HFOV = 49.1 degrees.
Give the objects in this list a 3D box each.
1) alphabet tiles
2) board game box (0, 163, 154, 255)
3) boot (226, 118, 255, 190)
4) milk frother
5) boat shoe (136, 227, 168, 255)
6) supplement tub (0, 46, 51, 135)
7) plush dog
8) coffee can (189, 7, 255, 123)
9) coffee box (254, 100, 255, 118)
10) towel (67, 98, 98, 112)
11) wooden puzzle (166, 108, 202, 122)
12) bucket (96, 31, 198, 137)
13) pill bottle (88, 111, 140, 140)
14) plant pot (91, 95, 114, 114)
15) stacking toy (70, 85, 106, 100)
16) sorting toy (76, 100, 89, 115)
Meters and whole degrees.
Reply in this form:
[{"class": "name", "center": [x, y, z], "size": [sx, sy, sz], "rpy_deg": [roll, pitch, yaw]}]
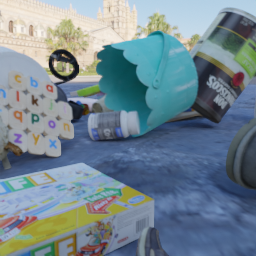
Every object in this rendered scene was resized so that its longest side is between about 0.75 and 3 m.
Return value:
[{"class": "alphabet tiles", "center": [-1.535, -0.225, 4.572], "size": [1.462, 1.430, 0.107], "rpy_deg": [13, -33, -44]}, {"class": "board game box", "center": [-0.864, 0.742, 2.244], "size": [1.815, 0.311, 1.220], "rpy_deg": [-8, 14, -38]}, {"class": "boot", "center": [2.417, 0.530, 2.163], "size": [2.278, 0.909, 2.506], "rpy_deg": [-1, 16, -22]}, {"class": "milk frother", "center": [-2.141, -1.232, 7.930], "size": [1.786, 1.979, 1.862], "rpy_deg": [-2, 16, -24]}, {"class": "boat shoe", "center": [0.163, 0.900, 1.667], "size": [0.276, 0.281, 0.754], "rpy_deg": [10, 22, 5]}, {"class": "supplement tub", "center": [-2.835, -0.665, 5.605], "size": [2.549, 1.841, 1.841], "rpy_deg": [10, 14, 43]}, {"class": "plush dog", "center": [-2.033, 0.243, 3.438], "size": [0.994, 1.239, 1.064], "rpy_deg": [32, 29, 18]}, {"class": "coffee can", "center": [2.286, -1.526, 7.093], "size": [1.687, 2.305, 1.687], "rpy_deg": [36, 6, -4]}, {"class": "coffee box", "center": [4.246, -0.668, 7.281], "size": [1.232, 1.244, 1.246], "rpy_deg": [-3, 11, -16]}, {"class": "towel", "center": [-2.350, -0.865, 10.677], "size": [2.539, 0.409, 2.425], "rpy_deg": [-6, 11, -28]}, {"class": "wooden puzzle", "center": [1.247, -0.621, 9.107], "size": [2.104, 0.487, 1.949], "rpy_deg": [-7, 12, -33]}, {"class": "bucket", "center": [0.373, -0.991, 6.119], "size": [1.398, 2.148, 2.148], "rpy_deg": [-24, 20, -24]}, {"class": "pill bottle", "center": [-0.271, -0.057, 5.640], "size": [0.963, 0.548, 0.548], "rpy_deg": [-6, 9, 11]}, {"class": "plant pot", "center": [-0.716, -0.649, 8.781], "size": [0.804, 0.804, 0.736], "rpy_deg": [9, 24, 39]}, {"class": "stacking toy", "center": [-1.175, -1.476, 13.136], "size": [2.556, 1.193, 2.824], "rpy_deg": [-21, 10, -23]}, {"class": "sorting toy", "center": [-1.604, -0.593, 9.241], "size": [0.880, 0.529, 0.361], "rpy_deg": [-15, 43, -43]}]
